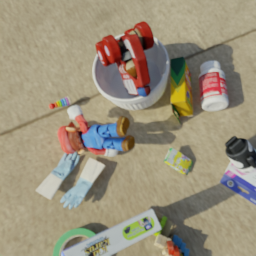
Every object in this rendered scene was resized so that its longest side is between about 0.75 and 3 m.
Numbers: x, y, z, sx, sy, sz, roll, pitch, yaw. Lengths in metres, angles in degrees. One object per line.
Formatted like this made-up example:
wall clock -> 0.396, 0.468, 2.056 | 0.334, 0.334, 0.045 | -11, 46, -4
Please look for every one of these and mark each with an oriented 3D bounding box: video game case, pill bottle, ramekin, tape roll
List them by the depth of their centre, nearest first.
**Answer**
video game case -> -0.629, 3.333, 8.123 | 2.513, 2.773, 0.630 | -18, 71, -21
tape roll -> -1.656, 4.247, 9.393 | 1.668, 0.401, 1.668 | 1, 68, -3
ramekin -> 0.196, -2.054, 10.927 | 2.898, 1.521, 2.898 | -4, 70, 12
pill bottle -> 3.398, -1.691, 11.279 | 1.041, 1.041, 1.854 | -1, 70, 0

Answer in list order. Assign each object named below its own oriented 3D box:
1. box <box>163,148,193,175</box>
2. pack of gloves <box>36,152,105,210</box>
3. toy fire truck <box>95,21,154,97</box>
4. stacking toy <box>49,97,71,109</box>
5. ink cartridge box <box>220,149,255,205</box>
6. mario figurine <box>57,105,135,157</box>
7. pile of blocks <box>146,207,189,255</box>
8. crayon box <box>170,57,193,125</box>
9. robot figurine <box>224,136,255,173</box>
box -> 1.888, 1.267, 10.426 | 1.060, 0.256, 0.622 | 34, 69, -13
pack of gloves -> -2.066, 1.917, 10.298 | 1.715, 0.403, 2.041 | 22, 61, 22
toy fire truck -> 0.105, -2.213, 9.782 | 1.543, 2.751, 2.310 | -26, 105, -11
stacking toy -> -2.693, -0.957, 11.018 | 0.859, 0.367, 0.367 | -19, 70, -22
ink cartridge box -> 4.618, 1.736, 10.383 | 1.771, 0.391, 1.804 | 32, 72, 11
mario figurine -> -1.225, 0.128, 10.279 | 2.982, 1.580, 1.840 | -2, 85, 25
pile of blocks -> 1.398, 3.716, 9.245 | 1.082, 0.819, 2.637 | -32, 67, -18
crayon box -> 2.096, -1.410, 10.935 | 0.574, 1.434, 2.259 | -6, 70, 22
robot figurine -> 3.973, 0.943, 9.816 | 1.422, 0.887, 1.069 | 47, 42, -24
